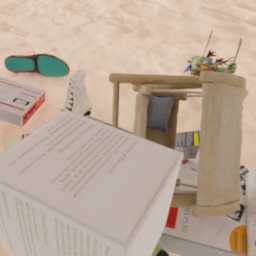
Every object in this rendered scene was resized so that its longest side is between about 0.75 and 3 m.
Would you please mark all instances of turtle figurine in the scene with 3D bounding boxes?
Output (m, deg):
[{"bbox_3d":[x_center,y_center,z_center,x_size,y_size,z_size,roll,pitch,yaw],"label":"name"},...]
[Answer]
[{"bbox_3d":[3.193,-2.019,9.990,2.433,1.751,2.359,-29,67,25],"label":"turtle figurine"}]

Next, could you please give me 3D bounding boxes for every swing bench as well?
[{"bbox_3d":[1.122,0.288,6.243,2.831,2.816,1.837,2,1,21],"label":"swing bench"}]

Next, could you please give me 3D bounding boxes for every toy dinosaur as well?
[{"bbox_3d":[3.630,-2.148,11.825,2.507,1.316,2.275,-16,44,45],"label":"toy dinosaur"}]

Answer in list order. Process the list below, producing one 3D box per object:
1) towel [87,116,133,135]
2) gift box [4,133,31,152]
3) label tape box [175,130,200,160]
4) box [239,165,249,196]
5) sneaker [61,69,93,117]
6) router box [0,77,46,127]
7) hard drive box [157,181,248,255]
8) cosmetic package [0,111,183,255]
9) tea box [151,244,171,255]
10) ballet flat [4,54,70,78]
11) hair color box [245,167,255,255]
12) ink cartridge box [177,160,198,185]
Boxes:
[{"bbox_3d":[-0.530,0.452,8.193,2.337,0.419,2.427,23,25,2],"label":"towel"},{"bbox_3d":[-2.748,0.885,7.697,1.375,1.490,1.391,-14,29,-10],"label":"gift box"},{"bbox_3d":[1.728,0.514,8.425,1.484,0.470,1.070,-7,21,15],"label":"label tape box"},{"bbox_3d":[3.274,1.637,7.958,0.846,0.267,1.073,-17,45,-17],"label":"box"},{"bbox_3d":[-1.755,-0.957,10.114,1.051,0.974,2.593,10,62,-4],"label":"sneaker"},{"bbox_3d":[-4.325,-1.013,10.122,2.059,0.503,1.848,18,36,2],"label":"router box"},{"bbox_3d":[1.814,2.309,6.863,2.093,0.804,1.631,10,44,11],"label":"hard drive box"},{"bbox_3d":[-0.643,1.230,4.548,2.310,1.933,1.921,20,37,20],"label":"cosmetic package"},{"bbox_3d":[-0.004,3.024,5.470,1.770,1.202,1.799,30,70,29],"label":"tea box"},{"bbox_3d":[-3.884,-2.801,12.273,2.921,1.010,1.039,4,25,5],"label":"ballet flat"},{"bbox_3d":[3.246,1.955,5.755,0.875,1.445,2.890,24,48,-4],"label":"hair color box"},{"bbox_3d":[1.640,1.434,8.042,0.748,0.430,1.031,16,45,11],"label":"ink cartridge box"}]
